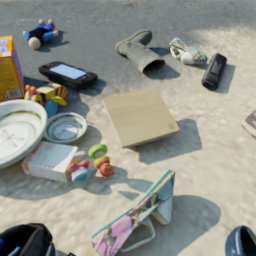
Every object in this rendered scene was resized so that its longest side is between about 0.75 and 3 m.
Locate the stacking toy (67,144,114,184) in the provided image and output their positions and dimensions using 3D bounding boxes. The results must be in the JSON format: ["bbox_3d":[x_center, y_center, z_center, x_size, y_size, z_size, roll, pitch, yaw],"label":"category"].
[{"bbox_3d":[-0.942,1.029,7.424,1.227,1.110,0.518,-17,56,-21],"label":"stacking toy"}]

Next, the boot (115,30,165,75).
[{"bbox_3d":[0.834,-3.497,12.728,2.248,0.897,2.472,-35,43,-15],"label":"boot"}]

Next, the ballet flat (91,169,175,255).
[{"bbox_3d":[0.380,2.058,6.482,2.647,0.915,0.942,-35,70,-27],"label":"ballet flat"}]

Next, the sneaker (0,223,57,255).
[{"bbox_3d":[-2.468,2.894,4.785,1.084,1.659,2.966,18,44,19],"label":"sneaker"}]

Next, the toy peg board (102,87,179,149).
[{"bbox_3d":[0.342,-0.183,9.104,1.894,0.927,1.887,-15,59,-15],"label":"toy peg board"}]

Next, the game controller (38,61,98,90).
[{"bbox_3d":[-2.487,-2.241,11.569,2.460,0.518,1.283,23,46,23],"label":"game controller"}]

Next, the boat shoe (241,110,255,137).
[{"bbox_3d":[4.419,0.169,8.402,0.800,0.787,2.148,1,31,-44],"label":"boat shoe"}]

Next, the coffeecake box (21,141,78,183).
[{"bbox_3d":[-2.170,0.930,7.957,1.269,0.464,0.974,9,42,10],"label":"coffeecake box"}]

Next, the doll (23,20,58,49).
[{"bbox_3d":[-4.486,-4.878,14.502,1.803,0.640,2.643,3,41,4],"label":"doll"}]

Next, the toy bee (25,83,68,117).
[{"bbox_3d":[-2.895,-0.955,9.495,1.599,1.328,2.443,5,41,3],"label":"toy bee"}]

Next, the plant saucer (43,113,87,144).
[{"bbox_3d":[-2.031,0.087,9.006,1.446,0.363,1.446,0,41,0],"label":"plant saucer"}]

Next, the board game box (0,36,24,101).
[{"bbox_3d":[-5.050,-2.180,10.531,1.765,1.764,1.764,-11,42,-12],"label":"board game box"}]

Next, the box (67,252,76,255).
[{"bbox_3d":[-0.831,3.558,4.953,2.001,0.475,1.932,20,43,22],"label":"box"}]

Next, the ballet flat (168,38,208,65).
[{"bbox_3d":[2.600,-3.331,12.753,0.837,0.837,2.326,-20,44,-21],"label":"ballet flat"}]

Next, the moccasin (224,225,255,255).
[{"bbox_3d":[2.467,3.069,5.177,1.043,0.884,2.592,-10,42,-11],"label":"moccasin"}]

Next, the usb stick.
[{"bbox_3d":[3.658,-2.406,11.801,0.728,0.428,2.624,29,46,5],"label":"usb stick"}]

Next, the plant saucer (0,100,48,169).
[{"bbox_3d":[-3.682,0.319,8.298,2.853,0.716,2.853,-7,42,6],"label":"plant saucer"}]
